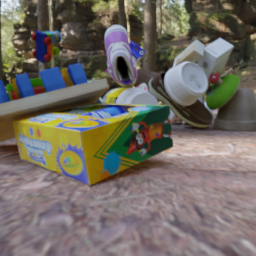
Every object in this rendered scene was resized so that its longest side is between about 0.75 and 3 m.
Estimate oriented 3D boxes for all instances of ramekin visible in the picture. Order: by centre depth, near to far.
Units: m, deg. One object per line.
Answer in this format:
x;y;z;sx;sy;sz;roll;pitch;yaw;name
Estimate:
1.923;-1.471;9.050;1.368;1.368;0.718;-4;-16;-31;ramekin

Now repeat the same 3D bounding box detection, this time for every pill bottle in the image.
0.057;-0.793;11.199;1.623;1.623;2.886;-2;7;-21;pill bottle
2.842;-0.762;12.871;1.821;1.037;1.037;2;6;-6;pill bottle

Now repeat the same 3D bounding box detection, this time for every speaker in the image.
2.631;-1.330;11.543;0.979;2.411;0.979;-3;-9;-1;speaker

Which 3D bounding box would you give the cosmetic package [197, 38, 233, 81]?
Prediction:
3.198;-2.568;10.484;1.094;1.090;0.672;-34;63;-27;cosmetic package

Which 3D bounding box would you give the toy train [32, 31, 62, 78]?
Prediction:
-2.280;-2.103;8.044;0.559;1.320;0.764;24;34;21;toy train

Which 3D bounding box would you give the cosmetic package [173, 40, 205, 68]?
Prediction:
2.183;-2.554;10.145;0.423;0.626;1.189;30;-36;-17;cosmetic package

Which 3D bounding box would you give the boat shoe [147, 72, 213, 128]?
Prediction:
2.033;-1.022;10.210;2.796;1.032;1.034;32;-32;-6;boat shoe

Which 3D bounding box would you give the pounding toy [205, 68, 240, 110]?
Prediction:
3.341;-1.677;10.820;0.940;1.563;2.025;35;31;-11;pounding toy

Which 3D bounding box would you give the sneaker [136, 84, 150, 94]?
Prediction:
0.529;-1.361;12.737;0.610;0.980;1.828;-29;-4;-24;sneaker

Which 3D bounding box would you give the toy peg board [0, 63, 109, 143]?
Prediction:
-2.249;-0.781;6.690;2.646;1.294;2.635;-20;-5;-27;toy peg board

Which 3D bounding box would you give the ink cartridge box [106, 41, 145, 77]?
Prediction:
-0.128;-2.854;12.155;0.844;1.782;0.331;41;12;11;ink cartridge box

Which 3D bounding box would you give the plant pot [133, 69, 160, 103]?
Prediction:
1.041;-2.102;13.685;1.734;1.621;1.621;35;10;4;plant pot

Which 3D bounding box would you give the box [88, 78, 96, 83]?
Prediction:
-1.999;-1.355;12.188;1.848;0.647;0.594;-37;14;7;box

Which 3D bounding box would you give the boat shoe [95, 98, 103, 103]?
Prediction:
-1.881;-1.354;13.191;2.820;0.968;0.798;47;29;9;boat shoe

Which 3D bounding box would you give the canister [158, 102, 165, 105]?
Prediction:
2.164;-1.024;15.901;1.831;1.067;2.466;-6;10;-42;canister

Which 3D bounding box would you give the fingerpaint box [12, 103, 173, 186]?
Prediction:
-0.721;0.096;5.402;2.021;0.888;2.422;-18;17;-40;fingerpaint box

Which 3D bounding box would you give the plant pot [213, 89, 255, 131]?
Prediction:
4.329;-0.741;11.031;1.825;1.583;1.825;0;8;0;plant pot

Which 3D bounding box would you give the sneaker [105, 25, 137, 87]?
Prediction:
-0.206;-1.946;9.980;1.068;1.679;2.946;-15;-27;6;sneaker
